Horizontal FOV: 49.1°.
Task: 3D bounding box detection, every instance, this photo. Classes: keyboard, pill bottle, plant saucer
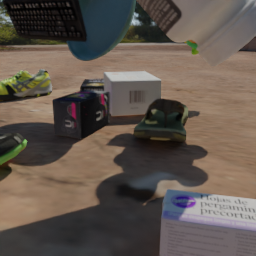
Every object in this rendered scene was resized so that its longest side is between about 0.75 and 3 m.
[{"bbox_3d":[-2.138,-2.861,6.808,2.521,1.514,0.323,13,41,31],"label":"keyboard"},{"bbox_3d":[0.883,-2.428,4.499,1.574,2.843,1.574,-42,6,5],"label":"pill bottle"},{"bbox_3d":[-0.743,-3.237,7.986,2.839,2.839,0.510,18,5,43],"label":"plant saucer"}]

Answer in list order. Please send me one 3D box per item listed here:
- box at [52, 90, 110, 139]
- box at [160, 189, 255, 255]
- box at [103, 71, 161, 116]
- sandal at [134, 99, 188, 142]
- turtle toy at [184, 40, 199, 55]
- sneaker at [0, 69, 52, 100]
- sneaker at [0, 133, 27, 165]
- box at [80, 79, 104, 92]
[{"bbox_3d":[-1.096,-0.389,6.906,0.765,0.881,1.442,8,20,23],"label":"box"},{"bbox_3d":[1.820,1.142,2.709,2.991,0.620,0.579,3,18,13],"label":"box"},{"bbox_3d":[0.060,-1.157,8.957,1.505,1.051,1.977,-3,19,-10],"label":"box"},{"bbox_3d":[0.871,-0.350,6.837,1.184,0.851,2.981,4,19,13],"label":"sandal"},{"bbox_3d":[1.943,-3.140,6.881,1.362,2.694,1.964,4,28,-16],"label":"turtle toy"},{"bbox_3d":[-4.195,-1.659,10.596,2.607,0.996,0.983,-17,26,-40],"label":"sneaker"},{"bbox_3d":[-3.007,0.212,4.886,2.397,1.004,0.920,1,18,4],"label":"sneaker"},{"bbox_3d":[-0.669,-1.567,11.064,2.257,0.561,2.240,-1,19,-3],"label":"box"}]
